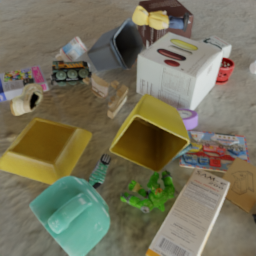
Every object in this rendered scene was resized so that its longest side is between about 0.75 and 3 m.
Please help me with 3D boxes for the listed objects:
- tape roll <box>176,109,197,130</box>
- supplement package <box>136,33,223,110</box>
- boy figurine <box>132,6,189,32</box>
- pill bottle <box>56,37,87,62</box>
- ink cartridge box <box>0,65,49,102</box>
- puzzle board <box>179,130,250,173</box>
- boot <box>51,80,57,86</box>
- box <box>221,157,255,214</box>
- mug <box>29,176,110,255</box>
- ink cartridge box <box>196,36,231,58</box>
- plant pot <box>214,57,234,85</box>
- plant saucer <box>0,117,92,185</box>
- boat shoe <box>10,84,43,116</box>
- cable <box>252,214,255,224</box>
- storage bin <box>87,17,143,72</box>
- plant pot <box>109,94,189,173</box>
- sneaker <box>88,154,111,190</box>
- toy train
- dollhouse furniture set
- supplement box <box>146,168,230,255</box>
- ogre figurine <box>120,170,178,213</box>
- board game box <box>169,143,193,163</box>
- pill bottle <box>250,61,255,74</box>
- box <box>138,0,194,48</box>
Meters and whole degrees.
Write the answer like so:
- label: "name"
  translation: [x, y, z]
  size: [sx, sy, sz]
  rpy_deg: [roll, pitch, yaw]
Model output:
- label: "tape roll"
  translation: [2.100, -0.354, 11.264]
  size: [1.347, 0.442, 1.347]
  rpy_deg: [-5, 23, 2]
- label: "supplement package"
  translation: [2.255, -2.516, 12.583]
  size: [2.780, 2.044, 2.658]
  rpy_deg: [27, 51, 24]
- label: "boy figurine"
  translation: [1.499, -5.102, 13.047]
  size: [2.555, 0.823, 1.589]
  rpy_deg: [11, 44, 2]
- label: "pill bottle"
  translation: [-2.926, -3.891, 14.397]
  size: [1.555, 0.846, 0.846]
  rpy_deg: [-36, 49, 7]
- label: "ink cartridge box"
  translation: [-5.322, -2.091, 13.263]
  size: [2.736, 0.574, 1.632]
  rpy_deg: [-19, 48, -16]
- label: "puzzle board"
  translation: [3.246, 0.831, 10.586]
  size: [2.529, 0.220, 1.906]
  rpy_deg: [7, 46, 6]
- label: "boot"
  translation: [-2.903, -2.524, 13.670]
  size: [1.101, 0.584, 1.673]
  rpy_deg: [22, 53, 16]
- label: "box"
  translation: [3.828, 1.867, 9.393]
  size: [1.296, 0.169, 1.585]
  rpy_deg: [33, 65, 28]
- label: "mug"
  translation: [-1.357, 2.339, 7.502]
  size: [1.509, 2.005, 2.440]
  rpy_deg: [-41, 23, -21]
- label: "ink cartridge box"
  translation: [4.379, -4.179, 15.126]
  size: [1.864, 0.774, 1.367]
  rpy_deg: [-24, 50, -22]
- label: "plant pot"
  translation: [4.450, -2.740, 13.539]
  size: [1.122, 1.022, 1.122]
  rpy_deg: [0, 46, 0]
- label: "plant saucer"
  translation: [-3.098, 0.628, 10.483]
  size: [2.704, 0.655, 2.703]
  rpy_deg: [13, 48, 13]
- label: "boat shoe"
  translation: [-3.995, -1.237, 11.767]
  size: [0.851, 0.945, 2.619]
  rpy_deg: [-4, 23, 6]
- label: "cable"
  translation: [4.975, 3.004, 8.105]
  size: [2.627, 0.667, 2.143]
  rpy_deg: [23, 48, 23]
- label: "storage bin"
  translation: [-0.637, -3.987, 14.322]
  size: [1.902, 2.061, 2.832]
  rpy_deg: [-8, 38, 31]
- label: "plant pot"
  translation: [0.739, 0.033, 9.399]
  size: [1.915, 1.915, 1.689]
  rpy_deg: [26, 42, -12]
- label: "sneaker"
  translation: [-1.022, 1.560, 9.797]
  size: [0.501, 0.589, 1.346]
  rpy_deg: [32, 69, -9]
- label: "toy train"
  translation: [-2.686, -2.651, 13.187]
  size: [1.952, 0.832, 1.113]
  rpy_deg: [-8, 69, -14]
- label: "dollhouse furniture set"
  translation: [-1.220, -1.493, 11.688]
  size: [2.156, 1.839, 1.053]
  rpy_deg: [34, 73, 4]
- label: "supplement box"
  translation: [1.580, 2.777, 7.522]
  size: [1.072, 1.838, 2.916]
  rpy_deg: [23, 49, 24]
- label: "ogre figurine"
  translation: [0.798, 2.062, 8.959]
  size: [1.838, 0.902, 1.102]
  rpy_deg: [-5, 25, -31]
- label: "board game box"
  translation: [1.381, 0.773, 10.468]
  size: [1.707, 0.240, 1.155]
  rpy_deg: [-27, 47, -17]
- label: "pill bottle"
  translation: [6.865, -3.081, 14.060]
  size: [1.356, 0.763, 0.763]
  rpy_deg: [-9, 46, -9]
- label: "box"
  translation: [1.974, -5.633, 15.580]
  size: [2.166, 2.188, 2.637]
  rpy_deg: [-13, 47, -12]
